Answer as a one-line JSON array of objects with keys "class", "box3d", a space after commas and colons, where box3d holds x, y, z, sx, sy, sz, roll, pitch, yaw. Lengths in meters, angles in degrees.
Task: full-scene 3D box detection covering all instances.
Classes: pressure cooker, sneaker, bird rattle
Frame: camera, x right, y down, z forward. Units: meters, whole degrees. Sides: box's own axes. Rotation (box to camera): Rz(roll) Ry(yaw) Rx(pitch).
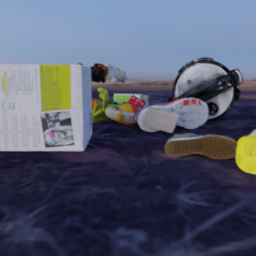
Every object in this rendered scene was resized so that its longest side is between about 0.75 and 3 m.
[{"class": "pressure cooker", "box3d": [3.258, -1.594, 11.886, 2.669, 2.628, 2.988, 24, 18, 10]}, {"class": "sneaker", "box3d": [1.536, -0.572, 10.220, 2.921, 1.126, 1.196, -4, 14, -22]}, {"class": "bird rattle", "box3d": [-0.099, -0.572, 11.435, 2.658, 1.497, 2.167, 9, 15, -32]}, {"class": "sneaker", "box3d": [1.732, 0.357, 6.657, 1.651, 0.554, 0.741, -1, 14, 14]}]

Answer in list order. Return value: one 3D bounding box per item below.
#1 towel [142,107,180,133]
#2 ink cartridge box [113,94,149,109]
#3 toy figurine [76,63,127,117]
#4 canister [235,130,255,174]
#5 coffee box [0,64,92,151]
[{"class": "towel", "box3d": [1.045, -0.255, 9.034, 1.068, 0.708, 0.184, 15, 28, -6]}, {"class": "ink cartridge box", "box3d": [-0.060, -1.426, 15.354, 1.725, 0.884, 2.334, 4, 4, 25]}, {"class": "toy figurine", "box3d": [-1.443, -1.719, 12.718, 1.771, 2.546, 2.507, 9, 2, -38]}, {"class": "canister", "box3d": [3.007, 0.452, 5.799, 1.218, 0.710, 1.640, 6, 10, 30]}, {"class": "coffee box", "box3d": [-2.168, -0.642, 7.748, 2.126, 2.150, 2.147, 0, 10, -2]}]
